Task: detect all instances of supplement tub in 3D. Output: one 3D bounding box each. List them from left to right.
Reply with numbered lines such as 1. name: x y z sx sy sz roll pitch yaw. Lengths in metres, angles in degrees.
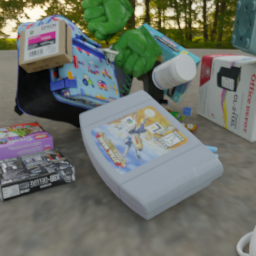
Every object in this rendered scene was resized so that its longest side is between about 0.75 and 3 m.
1. supplement tub: 1.324 -1.611 8.245 0.780 0.780 1.182 -11 1 -29

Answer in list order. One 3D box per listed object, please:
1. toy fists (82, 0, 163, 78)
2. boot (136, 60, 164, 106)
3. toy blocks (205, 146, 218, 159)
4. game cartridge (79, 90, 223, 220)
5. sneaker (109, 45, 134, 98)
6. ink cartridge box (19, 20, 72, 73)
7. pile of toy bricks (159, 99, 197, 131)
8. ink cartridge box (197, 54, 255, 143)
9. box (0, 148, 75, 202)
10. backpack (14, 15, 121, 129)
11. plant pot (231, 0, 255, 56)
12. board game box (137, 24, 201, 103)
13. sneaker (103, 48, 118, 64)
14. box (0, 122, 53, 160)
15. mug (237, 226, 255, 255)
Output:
1. toy fists: -0.235 -2.878 8.570 1.456 2.856 0.982 -37 15 7
2. boot: 0.718 -1.654 10.268 0.679 2.007 1.311 -11 27 -22
3. toy blocks: 0.945 0.383 6.601 2.103 0.764 1.753 4 20 10
4. game cartridge: 0.188 0.328 5.535 1.877 0.585 2.819 -21 45 -21
5. sneaker: -0.145 -1.761 9.815 1.189 2.717 1.011 -5 -11 31
6. ink cartridge box: -1.806 -1.781 6.143 1.096 0.903 0.412 -10 -19 13
7. pile of toy bricks: 1.363 -0.348 8.736 1.636 0.908 0.808 7 -6 27
8. ink cartridge box: 3.470 -1.079 8.694 1.206 2.122 2.912 -6 20 -16
9. box: -1.961 0.895 5.750 1.420 0.353 1.119 -12 23 -31
10. backpack: -1.670 -1.732 7.826 2.005 2.980 2.720 -20 -20 29
11. plant pot: 3.680 -2.479 6.737 1.959 1.918 1.923 -1 23 -2
12. board game box: 1.237 -2.359 10.401 2.503 1.890 0.587 40 58 19
13. sneaker: -0.509 -1.847 7.280 0.316 0.364 0.821 13 7 -17
14. box: -3.209 0.407 6.976 2.291 0.448 1.567 -11 22 -29
15. mug: 1.838 1.545 3.656 0.757 0.637 0.863 -35 7 -39
